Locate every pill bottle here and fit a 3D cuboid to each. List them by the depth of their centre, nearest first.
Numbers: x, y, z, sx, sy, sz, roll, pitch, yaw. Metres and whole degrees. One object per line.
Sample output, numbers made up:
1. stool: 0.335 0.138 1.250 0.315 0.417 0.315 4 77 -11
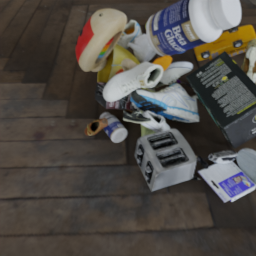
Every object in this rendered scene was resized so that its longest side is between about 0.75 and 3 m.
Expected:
1. pill bottle: 2.116 -3.494 9.314 2.867 1.592 1.592 -7 30 49
2. pill bottle: -0.578 -0.052 10.204 0.643 0.643 1.157 -23 50 -21

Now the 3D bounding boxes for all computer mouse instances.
1. computer mouse: 2.869 1.021 8.972 1.392 0.305 0.763 -8 14 -12

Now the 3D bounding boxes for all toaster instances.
1. toaster: 1.225 1.001 8.903 1.737 1.031 1.571 -14 48 -14

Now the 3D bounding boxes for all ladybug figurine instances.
1. ladybug figurine: -1.090 -3.107 9.918 1.005 2.793 1.896 43 48 -2
2. ladybug figurine: -1.333 -3.240 11.650 1.241 1.829 0.658 -3 5 32

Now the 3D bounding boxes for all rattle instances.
1. rattle: 0.377 -2.245 9.952 1.425 1.299 1.995 -56 24 4

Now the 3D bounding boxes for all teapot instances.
1. teapot: 0.709 -3.611 12.320 1.023 1.400 1.382 43 86 9

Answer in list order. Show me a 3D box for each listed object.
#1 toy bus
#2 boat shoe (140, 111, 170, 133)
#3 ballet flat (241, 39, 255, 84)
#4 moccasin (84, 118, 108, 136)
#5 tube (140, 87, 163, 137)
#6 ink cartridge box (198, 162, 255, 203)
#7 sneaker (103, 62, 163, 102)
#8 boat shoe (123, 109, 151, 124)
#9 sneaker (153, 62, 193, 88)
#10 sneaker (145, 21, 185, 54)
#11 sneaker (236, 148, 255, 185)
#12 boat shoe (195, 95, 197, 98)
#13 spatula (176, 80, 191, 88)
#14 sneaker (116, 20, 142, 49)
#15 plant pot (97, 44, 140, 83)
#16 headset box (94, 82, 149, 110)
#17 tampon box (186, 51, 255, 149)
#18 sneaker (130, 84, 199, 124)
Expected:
1. toy bus: 3.819 -3.258 11.105 2.290 0.897 0.745 -16 66 19
2. boat shoe: 1.011 -0.173 9.512 1.510 0.494 0.556 18 44 -43
3. ballet flat: 4.571 -2.228 10.435 0.727 2.057 0.727 1 22 -1
4. moccasin: -1.202 0.005 9.804 0.477 1.237 0.452 -13 86 -41
5. tube: 0.828 -0.696 10.878 0.846 0.757 2.914 -28 50 23
6. ink cartridge box: 3.056 1.653 8.776 1.298 0.282 1.286 -18 47 -20
7. sneaker: 0.153 -1.376 8.404 1.885 0.695 1.090 -37 25 -9
8. boat shoe: 0.262 -0.359 8.866 0.407 0.383 1.132 -10 18 -43
9. sneaker: 1.649 -1.946 10.593 0.721 1.975 0.699 8 81 -32
10. sneaker: 1.778 -4.079 12.566 2.189 0.809 0.900 31 0 -16
11. sneaker: 4.576 1.531 8.611 0.920 0.949 2.597 -19 51 -40
12. boat shoe: 3.220 -1.660 11.847 1.052 0.335 0.372 -39 40 -17
13. spatula: 2.392 -1.893 11.971 0.981 0.277 0.101 21 84 -14
14. sneaker: -0.413 -3.906 12.765 2.362 0.954 0.904 -46 69 -3
15. plant pot: -0.319 -2.489 11.938 1.431 2.016 2.016 8 41 -23
16. headset box: -0.296 -1.163 10.179 1.847 0.713 1.374 2 19 -24
17. tampon box: 3.492 -0.936 9.620 1.587 1.885 2.515 -34 54 12
18. sneaker: 1.329 -1.023 9.820 2.901 1.088 1.257 14 78 -34
